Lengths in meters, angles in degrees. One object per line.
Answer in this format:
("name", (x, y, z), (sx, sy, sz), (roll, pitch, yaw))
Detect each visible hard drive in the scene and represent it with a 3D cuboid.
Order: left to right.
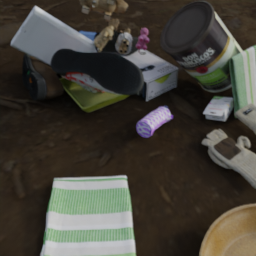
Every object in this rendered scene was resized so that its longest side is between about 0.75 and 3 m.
("hard drive", (-2.247, -2.591, 8.854), (2.298, 1.516, 0.302), (23, 44, -38))

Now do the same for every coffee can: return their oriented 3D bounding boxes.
("coffee can", (2.312, -2.342, 8.421), (1.683, 2.300, 1.683), (-25, 50, 35))

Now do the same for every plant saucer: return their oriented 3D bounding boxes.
("plant saucer", (-1.012, -1.213, 8.938), (1.883, 0.451, 1.886), (-24, 47, -24))
("plant saucer", (2.600, 2.642, 4.538), (2.961, 0.524, 2.961), (0, 42, 0))

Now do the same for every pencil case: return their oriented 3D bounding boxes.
("pencil case", (0.710, -0.157, 7.451), (0.507, 0.498, 1.187), (30, 41, 24))

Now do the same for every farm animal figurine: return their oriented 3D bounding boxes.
("farm animal figurine", (-0.411, -3.269, 8.474), (1.762, 2.182, 1.097), (-16, 37, 8))

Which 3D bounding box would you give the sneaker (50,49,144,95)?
("sneaker", (-0.639, -1.484, 8.084), (2.969, 1.591, 0.991), (18, 89, 25))

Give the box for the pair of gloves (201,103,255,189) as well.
("pair of gloves", (3.102, 0.391, 6.993), (2.168, 0.380, 1.844), (-35, 50, -20))

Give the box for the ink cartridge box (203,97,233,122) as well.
("ink cartridge box", (2.623, -0.512, 8.148), (0.589, 0.338, 1.006), (11, 40, 35))

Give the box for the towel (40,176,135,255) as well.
("towel", (-0.791, 1.942, 5.525), (1.789, 0.274, 2.345), (-2, 42, -3))

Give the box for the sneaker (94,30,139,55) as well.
("sneaker", (-0.338, -2.913, 9.458), (1.720, 0.781, 0.653), (-8, 53, -8))

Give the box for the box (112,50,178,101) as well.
("box", (0.365, -1.992, 9.597), (1.422, 0.733, 2.438), (-27, 48, -27))

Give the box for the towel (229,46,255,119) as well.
("towel", (3.885, -1.559, 8.264), (2.463, 1.879, 0.288), (-29, 27, -25))

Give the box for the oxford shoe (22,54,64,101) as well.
("oxford shoe", (-2.847, -1.689, 9.286), (1.119, 0.963, 2.651), (-6, 40, -33))

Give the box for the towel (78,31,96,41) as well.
("towel", (-1.717, -2.993, 10.845), (1.362, 0.592, 2.439), (8, 41, 9))
